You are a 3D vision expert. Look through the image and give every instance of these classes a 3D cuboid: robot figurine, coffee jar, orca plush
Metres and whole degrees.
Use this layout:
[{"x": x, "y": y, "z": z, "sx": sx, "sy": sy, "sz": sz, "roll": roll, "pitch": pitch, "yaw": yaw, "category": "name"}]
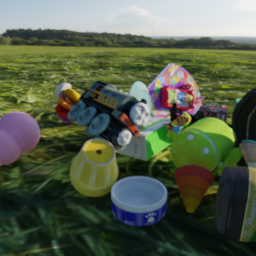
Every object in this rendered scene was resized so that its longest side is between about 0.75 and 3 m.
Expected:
[{"x": 2.203, "y": 0.548, "z": 8.325, "sx": 2.120, "sy": 1.398, "sz": 2.416, "roll": 40, "pitch": 41, "yaw": 24, "category": "robot figurine"}, {"x": 3.144, "y": 1.638, "z": 5.418, "sx": 2.780, "sy": 1.450, "sz": 1.186, "roll": 8, "pitch": 23, "yaw": 19, "category": "coffee jar"}, {"x": 2.259, "y": -0.371, "z": 10.092, "sx": 0.938, "sy": 1.388, "sz": 2.638, "roll": -29, "pitch": -32, "yaw": 20, "category": "orca plush"}]

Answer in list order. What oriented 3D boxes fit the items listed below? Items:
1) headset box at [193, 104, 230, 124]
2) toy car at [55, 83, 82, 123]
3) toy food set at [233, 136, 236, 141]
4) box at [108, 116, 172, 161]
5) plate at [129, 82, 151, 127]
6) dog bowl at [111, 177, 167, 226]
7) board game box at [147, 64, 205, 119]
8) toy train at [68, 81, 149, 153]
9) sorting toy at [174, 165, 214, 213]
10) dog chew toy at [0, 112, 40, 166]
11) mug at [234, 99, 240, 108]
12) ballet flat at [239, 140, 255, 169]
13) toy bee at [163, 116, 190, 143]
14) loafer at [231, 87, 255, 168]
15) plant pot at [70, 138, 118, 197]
[{"x": 3.662, "y": -0.598, "z": 12.567, "sx": 1.769, "sy": 0.663, "sz": 1.315, "roll": 5, "pitch": 21, "yaw": 13, "category": "headset box"}, {"x": -2.464, "y": -0.880, "z": 12.098, "sx": 1.629, "sy": 1.396, "sz": 1.861, "roll": 34, "pitch": -13, "yaw": 13, "category": "toy car"}, {"x": 3.608, "y": 0.365, "z": 10.689, "sx": 1.092, "sy": 0.172, "sz": 0.694, "roll": -1, "pitch": 20, "yaw": -2, "category": "toy food set"}, {"x": 0.435, "y": 0.232, "z": 9.851, "sx": 1.682, "sy": 0.922, "sz": 1.906, "roll": 10, "pitch": 23, "yaw": 34, "category": "box"}, {"x": 0.458, "y": -0.765, "z": 9.073, "sx": 0.188, "sy": 1.472, "sz": 1.472, "roll": -2, "pitch": 17, "yaw": 30, "category": "plate"}, {"x": 0.253, "y": 1.692, "z": 6.614, "sx": 1.309, "sy": 0.516, "sz": 1.309, "roll": 0, "pitch": 20, "yaw": 0, "category": "dog bowl"}, {"x": 2.052, "y": -1.261, "z": 11.112, "sx": 2.919, "sy": 2.306, "sz": 0.568, "roll": -49, "pitch": 18, "yaw": -30, "category": "board game box"}, {"x": -0.616, "y": -0.434, "z": 8.169, "sx": 1.677, "sy": 1.254, "sz": 2.942, "roll": -50, "pitch": 35, "yaw": -9, "category": "toy train"}, {"x": 2.520, "y": 1.691, "z": 6.556, "sx": 2.977, "sy": 1.032, "sz": 1.025, "roll": 7, "pitch": 50, "yaw": 13, "category": "sorting toy"}, {"x": -3.762, "y": 0.489, "z": 8.540, "sx": 1.362, "sy": 1.362, "sz": 2.188, "roll": 13, "pitch": 45, "yaw": 31, "category": "dog chew toy"}, {"x": 5.276, "y": -0.517, "z": 11.752, "sx": 1.398, "sy": 1.052, "sz": 1.702, "roll": -6, "pitch": 22, "yaw": -26, "category": "mug"}, {"x": 3.533, "y": 1.037, "z": 6.952, "sx": 2.251, "sy": 0.757, "sz": 0.766, "roll": 26, "pitch": -18, "yaw": -27, "category": "ballet flat"}, {"x": 1.297, "y": -0.052, "z": 8.087, "sx": 0.519, "sy": 0.955, "sz": 0.625, "roll": 42, "pitch": 2, "yaw": 9, "category": "toy bee"}, {"x": 3.568, "y": 0.169, "z": 7.562, "sx": 1.085, "sy": 2.973, "sz": 1.061, "roll": -35, "pitch": 44, "yaw": -14, "category": "loafer"}, {"x": -0.808, "y": 0.917, "z": 7.050, "sx": 1.245, "sy": 1.171, "sz": 1.245, "roll": 8, "pitch": 49, "yaw": -9, "category": "plant pot"}]
